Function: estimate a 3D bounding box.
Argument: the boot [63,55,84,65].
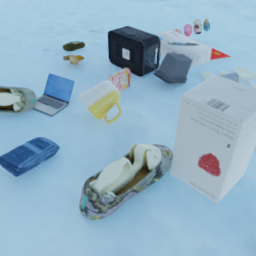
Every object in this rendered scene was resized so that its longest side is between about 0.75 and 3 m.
[{"bbox_3d":[-2.096,-2.834,11.471,0.752,0.370,1.051,-17,30,-40],"label":"boot"}]

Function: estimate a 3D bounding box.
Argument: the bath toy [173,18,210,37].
[{"bbox_3d":[3.028,-4.782,13.680,1.809,0.786,0.668,-15,41,10],"label":"bath toy"}]

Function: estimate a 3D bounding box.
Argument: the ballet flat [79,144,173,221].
[{"bbox_3d":[0.111,0.925,6.266,1.020,1.020,2.837,30,46,33],"label":"ballet flat"}]

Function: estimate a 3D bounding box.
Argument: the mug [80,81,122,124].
[{"bbox_3d":[-0.691,-0.817,8.365,0.960,1.169,0.936,-37,17,9],"label":"mug"}]

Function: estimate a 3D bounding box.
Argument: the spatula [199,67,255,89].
[{"bbox_3d":[3.939,-1.501,10.072,1.934,0.223,2.782,-4,37,-7],"label":"spatula"}]

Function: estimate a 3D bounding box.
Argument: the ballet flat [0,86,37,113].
[{"bbox_3d":[-4.347,-0.925,8.560,2.924,0.985,0.931,1,9,-1],"label":"ballet flat"}]

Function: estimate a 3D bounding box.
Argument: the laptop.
[{"bbox_3d":[-2.538,-1.115,9.157,1.138,0.704,1.215,20,42,25],"label":"laptop"}]

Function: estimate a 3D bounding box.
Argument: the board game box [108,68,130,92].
[{"bbox_3d":[-0.316,-1.632,9.851,0.210,0.686,0.906,30,47,33],"label":"board game box"}]

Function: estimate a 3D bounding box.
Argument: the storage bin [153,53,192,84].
[{"bbox_3d":[1.651,-2.206,10.084,1.315,0.883,0.957,-11,43,-47],"label":"storage bin"}]

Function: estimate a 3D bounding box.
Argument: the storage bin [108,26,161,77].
[{"bbox_3d":[0.201,-3.092,11.181,0.966,1.392,2.059,-28,46,-33],"label":"storage bin"}]

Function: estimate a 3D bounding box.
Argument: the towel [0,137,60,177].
[{"bbox_3d":[-2.431,0.633,6.937,0.760,0.330,1.360,25,34,21],"label":"towel"}]

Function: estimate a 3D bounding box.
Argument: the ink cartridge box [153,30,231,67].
[{"bbox_3d":[2.681,-3.685,12.509,2.576,0.654,2.924,-18,39,-21],"label":"ink cartridge box"}]

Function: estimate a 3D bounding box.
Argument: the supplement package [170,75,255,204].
[{"bbox_3d":[1.924,0.243,6.106,1.346,2.220,1.329,31,47,34],"label":"supplement package"}]

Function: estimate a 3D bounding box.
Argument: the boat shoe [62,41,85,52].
[{"bbox_3d":[-2.553,-3.800,12.989,1.077,0.385,0.354,-20,32,-26],"label":"boat shoe"}]

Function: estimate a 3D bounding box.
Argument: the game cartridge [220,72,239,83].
[{"bbox_3d":[2.842,-1.079,8.241,0.756,1.136,0.232,-10,42,-7],"label":"game cartridge"}]
